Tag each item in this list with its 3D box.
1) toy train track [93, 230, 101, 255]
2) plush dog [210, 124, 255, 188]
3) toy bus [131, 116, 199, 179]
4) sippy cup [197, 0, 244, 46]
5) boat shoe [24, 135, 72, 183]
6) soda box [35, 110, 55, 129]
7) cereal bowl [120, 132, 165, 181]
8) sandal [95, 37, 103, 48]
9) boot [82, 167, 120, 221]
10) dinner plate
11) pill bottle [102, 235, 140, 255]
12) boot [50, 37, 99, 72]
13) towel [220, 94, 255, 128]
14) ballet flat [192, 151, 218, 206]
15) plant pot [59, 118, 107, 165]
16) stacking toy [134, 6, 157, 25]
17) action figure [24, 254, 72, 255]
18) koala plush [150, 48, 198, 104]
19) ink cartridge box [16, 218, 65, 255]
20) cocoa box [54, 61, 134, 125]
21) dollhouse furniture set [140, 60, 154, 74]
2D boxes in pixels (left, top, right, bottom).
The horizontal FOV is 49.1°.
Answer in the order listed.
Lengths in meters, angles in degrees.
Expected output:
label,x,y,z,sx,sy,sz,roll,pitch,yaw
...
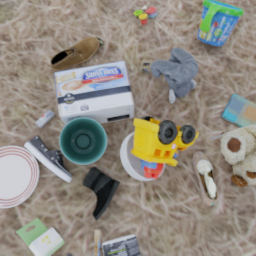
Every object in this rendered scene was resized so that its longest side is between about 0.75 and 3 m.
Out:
label,x,y,z,sx,sy,sz,roll,pitch,yaw
toy train track,-1.036,4.469,9.774,1.002,0.284,1.747,-6,78,39
plush dog,4.424,1.114,10.564,2.518,2.020,2.163,-19,90,-18
toy bus,1.257,0.761,10.227,2.254,1.530,2.164,8,95,-33
sippy cup,3.880,-4.551,12.280,2.248,1.648,1.765,2,33,-22
boat shoe,-2.968,1.140,10.925,2.389,0.835,0.791,36,76,20
soda box,-3.458,-0.370,11.674,0.283,0.263,0.830,43,76,3
cereal bowl,0.471,1.111,10.657,1.933,0.805,1.933,17,60,-32
sandal,-1.745,-3.809,12.877,1.272,0.363,0.505,-11,79,8
boot,-1.217,2.439,10.489,1.286,0.647,1.720,27,65,4
dinner plate,-4.643,1.889,10.889,2.401,0.291,2.401,0,70,-1
pill bottle,-0.051,4.892,9.313,1.226,1.226,2.308,-13,72,-5
boot,-2.308,-3.251,12.215,2.408,0.908,0.886,-32,92,-5
towel,4.970,-0.570,11.808,1.778,0.193,1.304,29,74,10
ballet flat,3.010,1.848,10.668,0.729,0.720,2.142,-10,71,-5
plant pot,-1.712,0.502,10.687,1.695,1.360,1.695,1,87,-10
stacking toy,0.830,-5.426,13.530,1.013,0.428,0.917,-37,49,-15
action figure,-2.629,5.286,9.255,2.003,1.083,2.071,7,74,-1
koala plush,2.085,-1.959,11.493,1.659,1.871,1.719,-36,49,-17
ink cartridge box,-3.075,3.854,9.863,1.402,1.020,0.336,45,121,13
cocoa box,-1.282,-1.245,11.107,2.784,1.857,1.827,-10,76,-3
dollhouse furniture set,1.026,-2.584,12.383,0.554,0.786,0.550,12,85,46
